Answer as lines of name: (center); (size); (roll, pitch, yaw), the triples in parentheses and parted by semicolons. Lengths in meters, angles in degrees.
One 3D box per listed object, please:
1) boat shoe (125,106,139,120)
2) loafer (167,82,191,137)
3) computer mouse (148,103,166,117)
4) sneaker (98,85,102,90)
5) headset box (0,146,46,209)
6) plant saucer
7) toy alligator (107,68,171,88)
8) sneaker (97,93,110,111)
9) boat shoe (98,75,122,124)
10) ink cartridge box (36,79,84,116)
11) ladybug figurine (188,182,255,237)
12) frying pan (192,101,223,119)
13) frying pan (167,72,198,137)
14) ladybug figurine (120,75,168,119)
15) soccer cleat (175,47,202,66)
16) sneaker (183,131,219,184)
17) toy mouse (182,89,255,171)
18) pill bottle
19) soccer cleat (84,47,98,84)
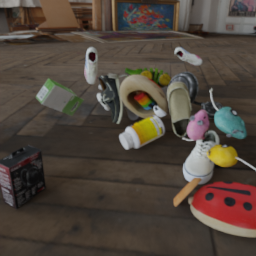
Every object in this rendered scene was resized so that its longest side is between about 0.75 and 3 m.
boat shoe: (0.049, -1.196, 11.567); (0.655, 1.779, 0.581); (-8, 29, -2)
loafer: (1.794, -0.562, 9.498); (0.787, 2.080, 0.710); (-12, 33, 4)
computer mouse: (1.017, -0.571, 9.649); (0.613, 0.245, 1.118); (38, 6, -10)
sneaker: (-1.153, -2.209, 15.576); (1.086, 0.407, 0.470); (4, 30, 9)
headset box: (-2.662, 1.156, 7.024); (0.521, 1.348, 1.003); (14, 29, 27)
plant saucer: (1.410, 1.523, 6.775); (0.172, 0.921, 0.921); (45, 42, 17)
toy alligator: (0.645, -2.173, 11.527); (2.938, 0.706, 0.974); (9, 3, -5)
sneaker: (-1.155, -1.290, 12.604); (0.364, 0.570, 0.987); (-36, 66, -3)
boat shoe: (-0.737, -1.196, 11.575); (0.828, 0.880, 2.449); (1, 56, -19)
ink cartridge box: (-2.205, -0.967, 9.175); (0.426, 0.746, 1.437); (43, 10, 32)
ladybug figurine: (2.447, 1.761, 6.414); (2.086, 0.750, 1.416); (5, 25, 10)
frying pan: (3.501, -1.007, 12.244); (0.973, 0.262, 1.608); (-28, 54, -13)
frying pan: (1.881, -0.977, 10.640); (0.385, 2.368, 1.433); (8, 10, -41)
ladybug figurine: (0.637, -1.184, 10.604); (1.545, 2.276, 0.819); (-20, 42, 30)
soccer cleat: (2.279, -2.669, 10.736); (1.142, 0.399, 0.493); (29, 43, 2)
sneaker: (2.210, 0.786, 8.437); (0.870, 0.843, 2.381); (9, 26, 20)
toy mouse: (2.234, 0.035, 7.480); (0.460, 2.111, 2.375); (-21, 20, -33)
pill bottle: (0.456, 0.185, 9.472); (1.441, 0.787, 0.787); (-26, 33, -21)
soccer cleat: (-1.427, -2.340, 10.766); (0.506, 1.447, 0.625); (-1, 24, -10)
